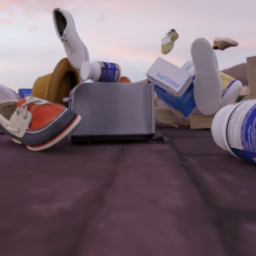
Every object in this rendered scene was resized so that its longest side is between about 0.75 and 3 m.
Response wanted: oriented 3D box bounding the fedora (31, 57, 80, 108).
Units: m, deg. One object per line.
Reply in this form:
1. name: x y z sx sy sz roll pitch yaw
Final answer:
1. fedora: -2.378 -1.086 9.031 1.028 2.521 2.521 8 6 10

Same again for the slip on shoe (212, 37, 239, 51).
1. slip on shoe: 2.915 -2.515 8.509 0.463 0.369 1.219 18 15 -20

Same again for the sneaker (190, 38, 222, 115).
1. sneaker: 2.814 -1.772 9.732 0.966 2.612 1.070 -2 7 31

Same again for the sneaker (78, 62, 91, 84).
1. sneaker: -1.841 -2.519 12.599 1.723 0.635 0.996 -28 15 32

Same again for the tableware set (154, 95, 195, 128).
1. tableware set: 1.730 -0.886 12.190 2.370 0.329 2.838 0 38 -25

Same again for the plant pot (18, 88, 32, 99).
1. plant pot: -6.138 -1.563 18.414 1.979 1.979 1.779 -2 11 -25

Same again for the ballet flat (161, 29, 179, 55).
1. ballet flat: 1.624 -3.539 11.339 0.594 0.594 1.679 3 40 28

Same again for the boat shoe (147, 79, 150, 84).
1. boat shoe: 1.005 -2.200 12.731 0.378 1.051 0.340 25 44 19

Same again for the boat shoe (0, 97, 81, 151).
1. boat shoe: -2.090 -0.211 6.005 2.951 0.923 1.050 2 39 50

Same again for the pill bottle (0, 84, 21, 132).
1. pill bottle: -4.478 -0.680 9.706 1.590 1.590 2.744 -1 4 -14

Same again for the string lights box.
1. string lights box: 1.755 -1.389 10.697 1.448 0.831 2.819 36 -4 25

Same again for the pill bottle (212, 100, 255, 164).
1. pill bottle: 2.104 0.063 4.235 1.022 1.022 1.766 -1 5 -15

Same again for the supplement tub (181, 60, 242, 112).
1. supplement tub: 3.377 -1.708 12.114 2.470 1.796 1.796 35 20 22

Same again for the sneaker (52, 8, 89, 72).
1. sneaker: -1.799 -2.623 8.384 0.724 1.984 0.702 -25 -3 23

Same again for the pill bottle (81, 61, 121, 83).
1. pill bottle: -0.695 -1.425 7.157 0.949 0.549 0.549 -4 6 -38

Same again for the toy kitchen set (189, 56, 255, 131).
1. toy kitchen set: 3.756 -1.157 10.405 2.552 2.303 2.082 -5 1 28

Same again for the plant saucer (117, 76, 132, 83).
1. plant saucer: -0.146 -1.399 10.653 0.212 1.130 1.130 -2 5 -37

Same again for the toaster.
1. toaster: -0.446 -0.393 7.251 2.394 1.420 2.165 -1 6 -13
